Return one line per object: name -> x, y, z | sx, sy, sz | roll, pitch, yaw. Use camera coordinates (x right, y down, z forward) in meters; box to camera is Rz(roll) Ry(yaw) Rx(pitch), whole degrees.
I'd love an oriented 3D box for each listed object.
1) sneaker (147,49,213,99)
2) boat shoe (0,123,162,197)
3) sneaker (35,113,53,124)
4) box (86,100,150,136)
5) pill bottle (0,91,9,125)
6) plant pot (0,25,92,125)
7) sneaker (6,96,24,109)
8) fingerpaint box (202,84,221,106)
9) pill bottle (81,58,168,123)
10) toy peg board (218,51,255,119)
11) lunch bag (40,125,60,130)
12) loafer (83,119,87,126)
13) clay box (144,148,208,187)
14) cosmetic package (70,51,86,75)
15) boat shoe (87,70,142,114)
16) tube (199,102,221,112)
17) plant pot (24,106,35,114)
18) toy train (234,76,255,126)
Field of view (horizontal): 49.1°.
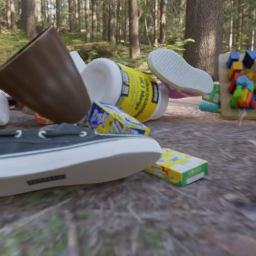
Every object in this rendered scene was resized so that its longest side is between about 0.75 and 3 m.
sneaker -> 1.354, -1.590, 9.472 | 2.946, 1.068, 1.679 | 19, -18, -39
boat shoe -> -0.885, 0.323, 3.932 | 2.820, 0.798, 0.968 | -6, -29, -19
sneaker -> -2.616, -0.538, 8.556 | 0.980, 0.610, 1.828 | -39, -13, 20
box -> -0.302, -0.032, 6.010 | 0.594, 0.647, 1.848 | 11, 14, -30
pill bottle -> -4.597, -0.522, 8.255 | 1.821, 1.037, 1.037 | -5, 12, -6
plant pot -> -1.588, -0.888, 5.781 | 1.621, 1.734, 1.621 | -31, 28, 18
sneaker -> -5.211, -1.113, 12.350 | 1.725, 0.610, 0.843 | 6, 12, 38
fingerpaint box -> 4.602, -1.380, 12.264 | 2.021, 0.888, 2.422 | 9, 11, -2
pill bottle -> -0.009, -1.027, 8.758 | 1.623, 1.623, 2.886 | 10, 2, 41
toy peg board -> 4.664, -1.752, 9.749 | 2.646, 2.635, 1.294 | 2, -22, 7
lunch bag -> -1.621, 0.200, 6.228 | 0.828, 0.513, 0.704 | 6, 11, -11
loafer -> -1.028, -0.325, 8.882 | 0.490, 0.454, 1.303 | 4, 12, 19
clay box -> 0.713, 0.617, 4.699 | 0.618, 0.256, 1.075 | -15, 17, -33
cosmetic package -> -1.993, -1.980, 10.200 | 0.672, 1.094, 1.090 | -28, -13, -31
boat shoe -> -0.427, -1.196, 10.750 | 2.796, 1.032, 1.034 | -22, -15, 25
tube -> 3.635, -0.802, 11.602 | 1.375, 0.347, 0.533 | 15, 12, 42
plant pot -> -3.419, -1.464, 11.668 | 1.825, 1.583, 1.825 | 1, 10, 0
toy train -> 3.350, -0.811, 8.215 | 0.559, 1.320, 0.764 | 4, -26, 49
